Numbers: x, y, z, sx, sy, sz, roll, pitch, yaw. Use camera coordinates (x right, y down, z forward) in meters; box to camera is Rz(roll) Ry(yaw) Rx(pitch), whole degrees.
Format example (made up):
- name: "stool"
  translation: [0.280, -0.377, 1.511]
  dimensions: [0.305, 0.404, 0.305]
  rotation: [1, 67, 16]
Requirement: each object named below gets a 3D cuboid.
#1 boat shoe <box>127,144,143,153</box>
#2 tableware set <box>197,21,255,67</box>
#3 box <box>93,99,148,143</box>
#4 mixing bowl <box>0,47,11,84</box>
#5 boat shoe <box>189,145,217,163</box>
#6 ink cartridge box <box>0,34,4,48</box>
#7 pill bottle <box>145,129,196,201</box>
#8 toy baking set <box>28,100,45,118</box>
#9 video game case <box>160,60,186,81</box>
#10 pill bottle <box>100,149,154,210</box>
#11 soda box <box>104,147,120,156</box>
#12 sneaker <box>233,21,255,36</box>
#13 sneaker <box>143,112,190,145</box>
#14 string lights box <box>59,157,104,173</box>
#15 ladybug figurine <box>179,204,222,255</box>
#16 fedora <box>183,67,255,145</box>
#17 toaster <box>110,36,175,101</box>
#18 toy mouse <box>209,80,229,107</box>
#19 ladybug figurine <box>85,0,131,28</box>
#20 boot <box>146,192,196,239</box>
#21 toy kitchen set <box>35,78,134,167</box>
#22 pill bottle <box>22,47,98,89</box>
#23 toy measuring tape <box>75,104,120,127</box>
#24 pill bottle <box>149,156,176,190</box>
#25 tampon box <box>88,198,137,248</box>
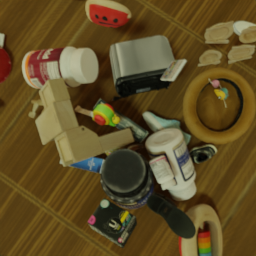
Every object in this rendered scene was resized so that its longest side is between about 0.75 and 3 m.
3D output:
- name: "boat shoe"
  translation: [0.137, 0.954, 10.001]
  dimensions: [0.477, 1.259, 0.452]
  rotation: [-1, 64, -38]
- name: "tableware set"
  translation: [3.246, -2.608, 8.871]
  dimensions: [1.861, 2.227, 0.258]
  rotation: [-5, 70, 3]
- name: "box"
  translation: [-0.241, -0.183, 9.822]
  dimensions: [1.960, 1.558, 0.451]
  rotation: [35, 87, 3]
- name: "mixing bowl"
  translation: [-5.247, -2.387, 10.216]
  dimensions: [1.676, 0.908, 1.676]
  rotation: [0, 92, -11]
- name: "boat shoe"
  translation: [2.470, 0.996, 9.818]
  dimensions: [0.508, 1.416, 0.479]
  rotation: [45, 60, -4]
- name: "ink cartridge box"
  translation: [-5.629, -3.067, 10.780]
  dimensions: [1.553, 0.443, 1.262]
  rotation: [6, 84, -12]
- name: "pill bottle"
  translation: [1.489, 1.246, 9.230]
  dimensions: [1.234, 1.234, 2.222]
  rotation: [-24, 110, -2]
- name: "toy baking set"
  translation: [-2.820, -0.510, 9.737]
  dimensions: [1.652, 1.268, 0.192]
  rotation: [8, 50, 8]
- name: "video game case"
  translation: [1.314, -1.686, 8.233]
  dimensions: [0.086, 0.951, 0.681]
  rotation: [32, 92, -16]
- name: "pill bottle"
  translation: [0.002, 1.651, 8.865]
  dimensions: [1.605, 2.870, 1.605]
  rotation: [-2, 69, 5]
- name: "soda box"
  translation: [-0.427, 0.594, 9.951]
  dimensions: [0.324, 0.343, 1.013]
  rotation: [48, 46, 3]
- name: "sneaker"
  translation: [4.860, -3.737, 10.675]
  dimensions: [1.664, 0.589, 0.608]
  rotation: [16, 85, 2]
- name: "sneaker"
  translation: [1.442, -0.042, 10.314]
  dimensions: [1.966, 0.727, 0.805]
  rotation: [41, 76, -3]
- name: "string lights box"
  translation: [-1.480, 1.249, 10.026]
  dimensions: [1.708, 0.877, 0.503]
  rotation: [13, 82, 0]
- name: "ladybug figurine"
  translation: [2.401, 3.914, 9.577]
  dimensions: [1.760, 0.933, 2.593]
  rotation: [6, 81, -32]
- name: "fedora"
  translation: [3.169, -0.756, 10.125]
  dimensions: [2.706, 1.104, 2.706]
  rotation: [0, 88, 1]
- name: "toaster"
  translation: [0.387, -2.010, 9.787]
  dimensions: [2.314, 2.092, 1.373]
  rotation: [-12, 81, -2]
- name: "toy mouse"
  translation: [2.923, -1.241, 8.866]
  dimensions: [0.194, 0.890, 1.002]
  rotation: [-36, 97, 35]
- name: "ladybug figurine"
  translation: [-0.634, -3.423, 8.471]
  dimensions: [1.549, 1.051, 0.557]
  rotation: [17, 89, 25]
- name: "boot"
  translation: [1.473, 2.757, 9.272]
  dimensions: [1.919, 1.671, 0.664]
  rotation: [39, 92, 20]
- name: "toy kitchen set"
  translation: [-1.542, -0.193, 8.929]
  dimensions: [2.157, 1.951, 2.391]
  rotation: [-17, 86, -35]
- name: "pill bottle"
  translation: [-2.173, -1.934, 9.042]
  dimensions: [2.203, 1.258, 1.258]
  rotation: [1, 84, 24]
- name: "toy measuring tape"
  translation: [-1.003, -0.507, 8.488]
  dimensions: [1.772, 0.652, 0.652]
  rotation: [20, 84, 29]
- name: "pill bottle"
  translation: [0.998, 1.285, 8.013]
  dimensions: [0.500, 0.500, 0.882]
  rotation: [-24, 77, -2]
- name: "tampon box"
  translation: [-0.437, 2.766, 8.154]
  dimensions: [1.132, 0.715, 0.848]
  rotation: [24, 60, 20]
